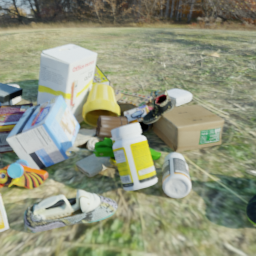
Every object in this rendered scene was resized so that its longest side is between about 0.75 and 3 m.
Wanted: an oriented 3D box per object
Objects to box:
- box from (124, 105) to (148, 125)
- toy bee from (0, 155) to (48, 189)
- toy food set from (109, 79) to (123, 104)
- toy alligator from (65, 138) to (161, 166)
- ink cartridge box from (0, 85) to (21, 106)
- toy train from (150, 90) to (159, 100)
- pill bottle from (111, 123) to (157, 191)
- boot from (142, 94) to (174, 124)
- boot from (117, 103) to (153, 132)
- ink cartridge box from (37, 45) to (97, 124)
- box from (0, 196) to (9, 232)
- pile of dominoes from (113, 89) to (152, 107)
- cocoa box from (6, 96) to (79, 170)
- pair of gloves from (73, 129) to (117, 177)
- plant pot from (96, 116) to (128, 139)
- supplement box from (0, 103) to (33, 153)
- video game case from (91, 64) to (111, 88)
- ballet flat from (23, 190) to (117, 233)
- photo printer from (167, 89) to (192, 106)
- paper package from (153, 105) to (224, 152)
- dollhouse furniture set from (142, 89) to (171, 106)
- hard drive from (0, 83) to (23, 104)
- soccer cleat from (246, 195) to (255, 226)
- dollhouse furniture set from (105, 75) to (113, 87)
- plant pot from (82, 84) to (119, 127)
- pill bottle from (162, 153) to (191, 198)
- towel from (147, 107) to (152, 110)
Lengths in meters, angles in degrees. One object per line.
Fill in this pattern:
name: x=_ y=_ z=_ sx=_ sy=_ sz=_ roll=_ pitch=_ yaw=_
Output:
box: x=0.276 y=-0.462 z=10.772 sx=1.073 sy=0.223 sz=0.639 roll=-17 pitch=41 yaw=6
toy bee: x=-3.173 y=1.319 z=7.839 sx=1.715 sy=0.932 sz=1.122 roll=29 pitch=9 yaw=19
toy food set: x=-1.150 y=-1.547 z=14.237 sx=1.860 sy=0.541 sz=2.695 roll=-10 pitch=36 yaw=-8
toy alligator: x=-0.417 y=0.577 z=8.356 sx=2.816 sy=0.835 sz=0.764 roll=4 pitch=34 yaw=-12
ink cartridge box: x=-6.353 y=-1.400 z=13.355 sx=1.480 sy=0.855 sz=2.028 roll=6 pitch=26 yaw=13
toy train: x=1.390 y=-1.676 z=14.571 sx=0.516 sy=0.386 sz=0.906 roll=-6 pitch=25 yaw=17
pill bottle: x=0.125 y=0.752 z=7.418 sx=0.930 sy=1.628 sz=0.930 roll=-15 pitch=-3 yaw=-1
boot: x=0.939 y=-0.661 z=9.677 sx=1.249 sy=0.943 sz=0.451 roll=-30 pitch=66 yaw=8
boot: x=0.053 y=-0.425 z=11.324 sx=2.294 sy=0.857 sz=1.112 roll=9 pitch=25 yaw=15
ink cartridge box: x=-2.381 y=-1.480 z=10.838 sx=1.236 sy=2.964 sz=2.151 roll=20 pitch=29 yaw=12
box: x=-3.901 y=1.506 z=6.755 sx=1.366 sy=1.231 sz=2.429 roll=-16 pitch=29 yaw=-27
pile of dominoes: x=-0.241 y=-1.364 z=13.067 sx=2.184 sy=0.348 sz=1.703 roll=16 pitch=41 yaw=29
cocoa box: x=-2.587 y=0.131 z=8.940 sx=1.365 sy=1.387 sz=2.079 roll=-21 pitch=27 yaw=12
pair of gloves: x=-0.988 y=0.551 z=9.680 sx=2.387 sy=0.492 sz=2.807 roll=-16 pitch=29 yaw=-29
plant pot: x=-0.602 y=-0.014 z=10.038 sx=0.973 sy=0.983 sz=0.983 roll=8 pitch=22 yaw=-19
supplement box: x=-4.183 y=-0.059 z=10.367 sx=1.255 sy=0.974 sz=2.274 roll=-6 pitch=26 yaw=-11
video game case: x=-2.674 y=-2.822 z=14.610 sx=2.542 sy=0.359 sz=2.813 roll=-16 pitch=49 yaw=-28
ballet flat: x=-1.314 y=1.874 z=6.570 sx=2.214 sy=0.796 sz=0.796 roll=-8 pitch=26 yaw=-17
photo printer: x=2.418 y=-1.560 z=14.118 sx=1.429 sy=0.496 sz=1.189 roll=-22 pitch=32 yaw=-39
paper package: x=2.177 y=-0.031 z=10.306 sx=1.933 sy=1.000 sz=1.843 roll=-8 pitch=27 yaw=-18
dollhouse furniture set: x=1.212 y=-1.013 z=13.029 sx=1.304 sy=0.820 sz=1.475 roll=-17 pitch=18 yaw=24
hard drive: x=-5.544 y=-1.550 z=11.005 sx=2.233 sy=0.367 sz=1.558 roll=16 pitch=18 yaw=0
soccer cleat: x=3.639 y=1.571 z=6.937 sx=0.810 sy=0.972 sz=2.399 roll=23 pitch=33 yaw=39
dollhouse furniture set: x=-1.635 y=-2.318 z=15.602 sx=0.857 sy=0.852 sz=1.215 roll=21 pitch=57 yaw=36
plant pot: x=-1.058 y=-0.944 z=11.148 sx=1.438 sy=1.438 sz=1.353 roll=0 pitch=61 yaw=-1
pill bottle: x=1.320 y=1.280 z=7.808 sx=0.751 sy=0.751 sz=1.291 roll=3 pitch=26 yaw=5
towel: x=1.024 y=-0.854 z=13.106 sx=0.858 sy=0.097 sz=0.621 roll=16 pitch=29 yaw=30
